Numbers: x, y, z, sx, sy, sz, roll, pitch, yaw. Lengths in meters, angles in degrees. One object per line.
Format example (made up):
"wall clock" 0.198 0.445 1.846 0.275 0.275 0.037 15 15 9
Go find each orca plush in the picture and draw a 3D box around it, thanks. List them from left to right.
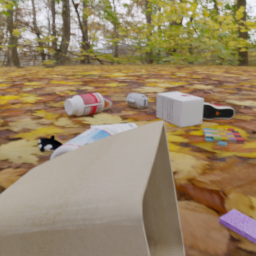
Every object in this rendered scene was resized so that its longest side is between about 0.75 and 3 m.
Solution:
"orca plush" -2.473 0.502 9.057 0.737 0.498 1.401 -12 20 -35

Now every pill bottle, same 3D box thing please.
"pill bottle" -2.131 -1.122 13.624 1.769 0.993 0.993 -14 21 -41
"pill bottle" -0.920 0.687 7.151 1.199 1.199 2.204 6 18 19

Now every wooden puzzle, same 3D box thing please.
"wooden puzzle" 3.495 0.271 10.433 1.293 0.153 2.180 2 17 8

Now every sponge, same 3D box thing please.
"sponge" 2.191 1.839 5.225 0.479 0.128 0.859 -12 21 -34

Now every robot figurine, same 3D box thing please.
"robot figurine" 0.456 -1.472 15.201 1.158 0.771 1.366 -1 13 -45

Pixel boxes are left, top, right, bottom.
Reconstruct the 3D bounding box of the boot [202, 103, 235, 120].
"boot" 3.810 -0.891 13.422 2.047 0.741 1.477 5 15 -10

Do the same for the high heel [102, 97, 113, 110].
"high heel" -1.586 -1.441 15.153 2.293 0.772 1.100 -4 22 34

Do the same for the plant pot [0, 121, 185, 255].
"plant pot" -0.464 1.383 3.432 2.030 2.293 2.291 -7 15 13

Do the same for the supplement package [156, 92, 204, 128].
"supplement package" 2.258 -0.869 12.473 1.174 1.160 1.937 -8 19 -26

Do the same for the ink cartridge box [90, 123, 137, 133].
"ink cartridge box" -0.351 0.317 9.821 1.711 0.429 1.972 -5 17 -13
